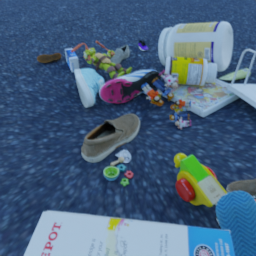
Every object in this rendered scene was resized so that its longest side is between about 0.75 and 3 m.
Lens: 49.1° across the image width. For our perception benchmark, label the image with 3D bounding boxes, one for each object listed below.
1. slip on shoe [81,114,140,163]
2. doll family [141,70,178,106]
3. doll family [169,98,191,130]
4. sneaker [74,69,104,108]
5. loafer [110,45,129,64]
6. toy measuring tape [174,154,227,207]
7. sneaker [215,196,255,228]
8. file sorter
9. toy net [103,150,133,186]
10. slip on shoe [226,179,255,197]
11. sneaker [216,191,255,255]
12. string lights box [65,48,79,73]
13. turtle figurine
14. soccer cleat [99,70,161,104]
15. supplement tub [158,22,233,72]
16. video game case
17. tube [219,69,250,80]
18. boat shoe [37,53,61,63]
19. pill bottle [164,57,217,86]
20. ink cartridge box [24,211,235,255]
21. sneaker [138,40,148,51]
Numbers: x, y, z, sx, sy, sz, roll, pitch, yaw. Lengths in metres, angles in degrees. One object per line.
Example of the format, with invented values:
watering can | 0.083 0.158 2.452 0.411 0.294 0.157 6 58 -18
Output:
slip on shoe | -0.437 0.080 7.905 0.864 0.689 2.273 26 43 32
doll family | 1.099 -1.250 9.563 1.447 0.652 0.898 -38 80 -23
doll family | 1.592 -0.433 8.694 0.605 0.974 0.439 0 -1 -11
sneaker | -1.316 -1.586 10.010 1.003 0.904 2.447 -14 38 -9
loafer | -0.465 -3.283 12.627 0.580 0.579 1.658 16 39 21
toy measuring tape | 1.737 1.585 5.964 0.907 0.907 2.466 -21 60 -26
sneaker | 2.460 1.683 5.854 1.459 0.521 0.583 -24 47 -27
file sorter | 4.946 -1.632 9.184 2.458 1.531 1.706 -3 32 -20
toy net | -0.143 0.922 7.138 0.667 0.245 1.271 9 37 13
slip on shoe | 2.936 1.338 6.427 1.332 0.404 0.506 0 36 0
sneaker | 2.093 2.310 4.424 0.947 1.000 2.475 -18 54 28
string lights box | -2.431 -2.931 12.112 0.349 0.608 1.184 -13 39 -16
turtle figurine | -1.005 -2.550 11.012 2.057 0.822 2.551 37 26 11
soccer cleat | 0.005 -1.488 10.118 2.491 0.870 1.076 -20 19 -23
supplement tub | 2.687 -3.220 11.208 2.551 1.855 1.855 10 36 32
video game case | 2.634 -1.315 10.190 2.346 0.268 2.135 -26 43 -31
tube | 4.227 -2.040 11.038 1.428 0.414 0.371 -18 69 -30
boat shoe | -3.551 -3.099 12.608 1.096 0.386 0.385 -13 -2 -23
pill bottle | 2.241 -2.045 10.153 1.773 0.969 0.969 5 36 5
ink cartridge box | -0.054 2.494 3.577 2.589 1.873 1.906 5 36 7
sneaker | 0.724 -4.117 13.907 0.296 0.424 0.852 -15 38 -20
